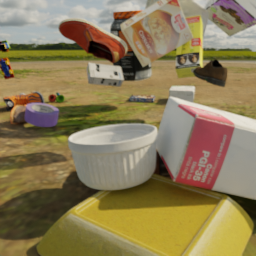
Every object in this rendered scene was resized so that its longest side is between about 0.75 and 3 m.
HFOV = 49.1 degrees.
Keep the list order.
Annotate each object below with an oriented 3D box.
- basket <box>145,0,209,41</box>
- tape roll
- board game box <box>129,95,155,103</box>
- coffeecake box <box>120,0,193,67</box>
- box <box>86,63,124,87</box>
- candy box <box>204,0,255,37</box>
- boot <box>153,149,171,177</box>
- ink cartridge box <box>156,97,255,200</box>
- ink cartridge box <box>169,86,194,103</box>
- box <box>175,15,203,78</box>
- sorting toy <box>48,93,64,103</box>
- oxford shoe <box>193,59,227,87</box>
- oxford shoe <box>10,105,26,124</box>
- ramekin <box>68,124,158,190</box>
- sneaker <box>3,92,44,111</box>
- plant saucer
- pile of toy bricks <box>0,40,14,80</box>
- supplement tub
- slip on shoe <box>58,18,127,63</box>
[{"bbox_3d":[1.614,-3.699,9.756,2.082,1.412,1.285,9,7,-42],"label":"basket"},{"bbox_3d":[-3.162,-0.484,10.259,1.162,0.494,1.162,13,19,-5],"label":"tape roll"},{"bbox_3d":[0.739,-1.522,14.613,1.257,0.217,0.851,3,17,10],"label":"board game box"},{"bbox_3d":[0.711,-2.399,6.972,1.452,1.115,0.531,-28,35,13],"label":"coffeecake box"},{"bbox_3d":[-0.946,-2.149,11.405,1.396,0.420,0.814,3,55,-20],"label":"box"},{"bbox_3d":[3.663,-4.100,9.804,1.508,0.643,1.797,34,-4,-12],"label":"candy box"},{"bbox_3d":[0.020,0.768,6.513,1.903,0.651,1.791,-3,18,1],"label":"boot"},{"bbox_3d":[2.116,0.420,5.275,2.821,1.168,2.067,14,12,-7],"label":"ink cartridge box"},{"bbox_3d":[2.755,-1.696,14.336,1.222,0.706,1.673,4,17,14],"label":"ink cartridge box"},{"bbox_3d":[1.895,-2.499,8.593,0.758,2.014,0.505,-1,-27,22],"label":"box"},{"bbox_3d":[-3.610,-1.493,14.288,0.894,0.537,0.367,10,-16,10],"label":"sorting toy"},{"bbox_3d":[1.851,-1.259,6.209,0.443,0.515,1.220,9,17,-19],"label":"oxford shoe"},{"bbox_3d":[-3.872,-0.547,10.725,0.667,0.652,1.830,7,17,6],"label":"oxford shoe"},{"bbox_3d":[-0.232,0.482,5.019,1.585,0.832,1.585,-6,10,1],"label":"ramekin"},{"bbox_3d":[-4.723,-1.082,12.433,2.152,0.835,1.206,1,17,39],"label":"sneaker"},{"bbox_3d":[0.367,1.410,4.289,2.542,0.616,2.542,11,19,33],"label":"plant saucer"},{"bbox_3d":[-4.378,-2.591,8.958,1.138,2.051,1.013,-14,30,-9],"label":"pile of toy bricks"},{"bbox_3d":[0.130,-3.625,12.399,1.766,2.882,1.766,-3,21,1],"label":"supplement tub"},{"bbox_3d":[-1.248,-2.823,9.077,2.473,0.916,0.757,27,59,10],"label":"slip on shoe"}]
